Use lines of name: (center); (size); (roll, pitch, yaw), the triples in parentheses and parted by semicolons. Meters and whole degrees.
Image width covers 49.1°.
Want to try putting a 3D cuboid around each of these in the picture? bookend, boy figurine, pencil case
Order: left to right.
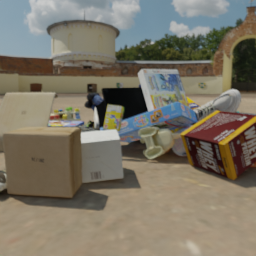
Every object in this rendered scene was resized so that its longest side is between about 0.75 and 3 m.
boy figurine: (-1.256, -0.714, 14.721); (0.911, 1.758, 2.828); (0, 34, -40)
bookend: (-0.220, -0.526, 11.244); (2.711, 1.256, 2.728); (-6, -13, -30)
pencil case: (2.049, 0.373, 9.718); (0.915, 0.839, 2.018); (-18, 0, 18)

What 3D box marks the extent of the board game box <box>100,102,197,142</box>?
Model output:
board game box: (0.768, -0.092, 9.748); (2.827, 0.517, 2.138); (-19, -12, 23)

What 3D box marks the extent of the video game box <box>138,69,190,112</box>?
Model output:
video game box: (1.358, -1.322, 10.481); (1.669, 1.832, 0.429); (-7, -18, -26)

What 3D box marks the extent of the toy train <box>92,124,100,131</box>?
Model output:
toy train: (-1.028, -0.008, 12.774); (1.234, 0.526, 0.703); (1, -23, -6)

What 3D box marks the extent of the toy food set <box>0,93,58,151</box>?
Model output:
toy food set: (-3.825, -0.307, 10.596); (1.936, 0.815, 2.699); (0, 52, -1)

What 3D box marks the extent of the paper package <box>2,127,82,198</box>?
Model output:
paper package: (-1.776, 0.702, 5.991); (1.475, 1.406, 0.763); (1, 9, 9)

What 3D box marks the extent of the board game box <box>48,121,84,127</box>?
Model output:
board game box: (-3.676, 0.002, 13.414); (2.801, 0.483, 1.896); (1, 9, 5)

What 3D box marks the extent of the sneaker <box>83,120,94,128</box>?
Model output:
sneaker: (-1.926, -0.134, 13.395); (0.407, 0.470, 1.136); (12, 9, 24)

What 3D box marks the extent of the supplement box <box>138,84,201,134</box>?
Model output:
supplement box: (1.638, -0.846, 12.284); (1.417, 1.426, 2.604); (-12, 38, -32)

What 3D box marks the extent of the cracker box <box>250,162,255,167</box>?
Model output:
cracker box: (3.940, 0.767, 8.572); (1.115, 0.480, 1.665); (3, 11, 18)

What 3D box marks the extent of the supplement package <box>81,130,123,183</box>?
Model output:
supplement package: (-0.854, 0.688, 7.178); (1.307, 1.005, 1.367); (-5, 9, -5)

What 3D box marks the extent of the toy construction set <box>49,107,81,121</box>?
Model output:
toy construction set: (-4.121, -0.692, 15.977); (2.687, 1.238, 1.762); (9, 4, -20)

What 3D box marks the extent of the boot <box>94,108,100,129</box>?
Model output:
boot: (-1.166, -0.411, 12.311); (0.617, 0.497, 1.366); (2, 38, -12)

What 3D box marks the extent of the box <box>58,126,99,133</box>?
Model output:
box: (-2.127, 0.333, 11.134); (1.859, 0.505, 2.321); (-5, 10, -33)

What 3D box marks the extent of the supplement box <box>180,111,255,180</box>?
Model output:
supplement box: (2.605, 0.385, 7.606); (1.550, 1.043, 1.571); (-30, 21, -23)

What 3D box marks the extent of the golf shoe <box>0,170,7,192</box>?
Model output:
golf shoe: (-3.326, 1.129, 5.894); (1.592, 0.619, 0.752); (-2, 9, -5)

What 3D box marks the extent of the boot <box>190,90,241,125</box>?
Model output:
boot: (3.032, -0.545, 10.490); (1.143, 0.879, 2.391); (-5, -31, -32)

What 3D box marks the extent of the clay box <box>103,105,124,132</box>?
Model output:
clay box: (-0.468, -0.253, 8.871); (0.520, 0.905, 0.215); (9, -4, 20)

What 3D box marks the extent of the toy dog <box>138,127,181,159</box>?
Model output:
toy dog: (1.017, 0.400, 9.077); (1.351, 0.972, 1.393); (-27, -12, 5)

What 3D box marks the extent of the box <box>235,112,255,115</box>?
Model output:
box: (4.717, 0.086, 10.708); (1.512, 1.091, 2.037); (8, 11, 23)
